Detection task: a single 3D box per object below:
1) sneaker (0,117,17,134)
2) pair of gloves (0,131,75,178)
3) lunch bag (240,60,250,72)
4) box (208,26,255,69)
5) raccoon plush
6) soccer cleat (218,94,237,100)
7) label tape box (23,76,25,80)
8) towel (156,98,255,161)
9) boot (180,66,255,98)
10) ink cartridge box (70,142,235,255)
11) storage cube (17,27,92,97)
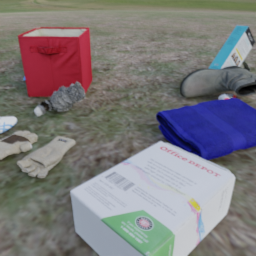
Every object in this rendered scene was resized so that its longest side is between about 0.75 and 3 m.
[{"bbox_3d":[-3.922,-0.099,7.732,1.637,0.593,0.588,-14,30,-28],"label":"sneaker"},{"bbox_3d":[-2.407,0.572,6.731,1.845,0.323,1.569,9,25,13],"label":"pair of gloves"},{"bbox_3d":[4.709,-2.749,12.553,1.263,0.743,1.036,11,12,-6],"label":"lunch bag"},{"bbox_3d":[4.060,-2.805,11.068,0.568,0.951,2.310,29,84,48],"label":"box"},{"bbox_3d":[-1.990,-0.795,8.632,1.048,0.756,1.563,-11,32,51],"label":"raccoon plush"},{"bbox_3d":[3.247,-0.890,9.395,0.541,0.436,1.269,18,28,31],"label":"soccer cleat"},{"bbox_3d":[-3.577,-2.752,12.688,2.204,0.728,1.579,-5,28,-12],"label":"label tape box"},{"bbox_3d":[2.393,0.023,7.505,2.803,0.695,2.070,-12,37,-22],"label":"towel"},{"bbox_3d":[3.327,-1.517,9.658,2.742,0.928,1.791,-15,25,-9],"label":"boot"},{"bbox_3d":[0.457,1.258,4.669,1.641,0.988,2.259,25,38,38],"label":"ink cartridge box"},{"bbox_3d":[-2.607,-2.517,10.608,2.115,2.224,2.474,1,28,2],"label":"storage cube"}]
